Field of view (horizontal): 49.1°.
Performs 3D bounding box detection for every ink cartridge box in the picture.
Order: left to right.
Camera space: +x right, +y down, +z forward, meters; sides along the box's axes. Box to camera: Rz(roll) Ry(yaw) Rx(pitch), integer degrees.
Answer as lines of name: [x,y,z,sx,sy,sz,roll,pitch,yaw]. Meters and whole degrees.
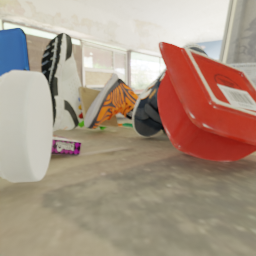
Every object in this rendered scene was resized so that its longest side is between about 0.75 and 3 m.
ink cartridge box: [2.954,-0.544,7.229,2.709,0.551,2.715,1,-32,20]

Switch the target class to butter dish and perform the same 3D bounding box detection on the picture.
butter dish: [1.291,-0.185,4.830,2.109,1.559,2.103,13,42,-25]

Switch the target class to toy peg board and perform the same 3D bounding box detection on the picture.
toy peg board: [-0.956,-0.465,7.820,1.103,1.098,0.540,7,-29,-45]

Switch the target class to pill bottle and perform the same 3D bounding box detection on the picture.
pill bottle: [-2.448,-0.031,3.332,2.815,1.638,1.638,0,9,-4]

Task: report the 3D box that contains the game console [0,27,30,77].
game console: [-3.495,-1.385,8.359,1.618,2.735,2.334,-4,11,-8]

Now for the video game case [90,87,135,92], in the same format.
video game case: [-1.068,-1.367,13.572,2.411,0.286,2.195,3,37,16]

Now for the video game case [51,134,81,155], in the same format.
video game case: [-1.926,0.201,5.254,1.470,0.290,1.622,11,-1,-41]

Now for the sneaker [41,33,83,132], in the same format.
sneaker: [-1.842,-1.297,8.151,1.144,2.860,1.054,5,-4,-43]

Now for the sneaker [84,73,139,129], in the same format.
sneaker: [-0.262,-0.535,7.374,0.846,1.222,2.181,-43,15,43]

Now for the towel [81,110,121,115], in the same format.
towel: [-1.135,-0.661,10.992,2.333,0.278,1.713,4,-5,25]

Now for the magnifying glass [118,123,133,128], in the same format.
magnifying glass: [-0.089,-0.077,8.470,0.369,0.104,0.928,15,-6,-40]

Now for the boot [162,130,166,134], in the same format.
boot: [1.209,-0.291,7.626,0.772,0.388,1.032,-25,22,18]

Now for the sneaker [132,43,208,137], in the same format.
sneaker: [0.877,-0.627,6.189,0.978,2.494,0.990,22,29,-18]
